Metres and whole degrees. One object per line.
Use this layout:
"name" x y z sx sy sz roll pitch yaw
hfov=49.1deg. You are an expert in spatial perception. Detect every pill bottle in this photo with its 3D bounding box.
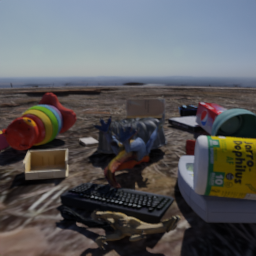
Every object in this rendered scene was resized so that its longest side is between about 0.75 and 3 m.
"pill bottle" 2.282 0.767 5.237 2.001 1.128 1.128 4 12 9

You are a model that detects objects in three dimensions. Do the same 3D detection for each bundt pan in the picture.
"bundt pan" 0.089 0.187 10.041 2.594 0.973 2.594 -7 7 1

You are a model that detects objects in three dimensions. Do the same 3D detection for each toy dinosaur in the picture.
"toy dinosaur" -0.043 0.694 7.931 1.546 2.944 2.671 7 -31 24
"toy dinosaur" -0.122 1.728 4.954 2.113 0.615 1.069 -6 -13 44

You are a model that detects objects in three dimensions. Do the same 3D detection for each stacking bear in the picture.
"stacking bear" -3.481 -0.058 10.624 1.722 1.612 2.835 41 23 -1

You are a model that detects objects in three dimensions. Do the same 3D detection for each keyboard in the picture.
"keyboard" -0.420 1.543 5.603 2.369 0.244 1.506 1 19 31

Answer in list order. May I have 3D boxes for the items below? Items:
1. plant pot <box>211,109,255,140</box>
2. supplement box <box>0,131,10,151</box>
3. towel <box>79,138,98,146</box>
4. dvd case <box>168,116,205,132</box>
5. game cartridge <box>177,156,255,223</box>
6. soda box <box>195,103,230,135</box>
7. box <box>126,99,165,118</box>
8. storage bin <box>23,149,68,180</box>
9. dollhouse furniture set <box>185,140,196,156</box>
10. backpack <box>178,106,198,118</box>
"plant pot" 3.158 0.059 8.369 1.524 1.524 1.021 0 27 -2
"supplement box" -5.271 0.459 10.330 1.489 0.638 0.821 2 12 10
"towel" -1.571 0.544 11.154 0.564 0.147 0.852 -7 14 -29
"dvd case" 3.742 -0.255 14.443 2.697 0.334 2.027 -7 15 -27
"game cartridge" 2.206 1.295 6.694 1.958 0.601 2.942 -4 12 2
"soda box" 3.873 -0.253 11.963 0.946 1.044 2.983 4 17 -8
"box" 1.013 -1.148 16.575 2.266 1.076 0.881 -2 -7 -1
"storage bin" -2.288 1.027 7.916 1.133 0.531 1.125 -2 12 -11
"dollhouse furniture set" 2.577 0.734 8.487 0.878 0.663 1.631 -4 6 -29
"backpack" 3.472 -0.881 16.255 1.130 0.833 1.238 -2 13 -7
